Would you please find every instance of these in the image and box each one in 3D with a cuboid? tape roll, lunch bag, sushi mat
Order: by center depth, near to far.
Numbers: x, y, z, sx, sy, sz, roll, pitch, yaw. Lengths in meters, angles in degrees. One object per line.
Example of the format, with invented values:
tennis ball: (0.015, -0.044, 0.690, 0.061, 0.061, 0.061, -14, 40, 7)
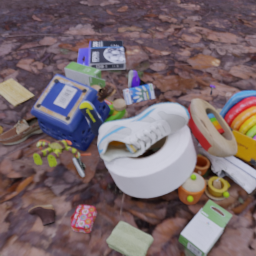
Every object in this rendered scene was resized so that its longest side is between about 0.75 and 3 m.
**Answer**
lunch bag: (-1.369, 2.714, 8.400, 0.710, 0.330, 0.806, 4, 41, 11)
tape roll: (0.686, 0.825, 9.237, 2.946, 1.030, 2.946, -17, 35, 12)
sushi mat: (-5.511, -1.725, 13.429, 2.202, 0.133, 1.054, 34, 52, 31)

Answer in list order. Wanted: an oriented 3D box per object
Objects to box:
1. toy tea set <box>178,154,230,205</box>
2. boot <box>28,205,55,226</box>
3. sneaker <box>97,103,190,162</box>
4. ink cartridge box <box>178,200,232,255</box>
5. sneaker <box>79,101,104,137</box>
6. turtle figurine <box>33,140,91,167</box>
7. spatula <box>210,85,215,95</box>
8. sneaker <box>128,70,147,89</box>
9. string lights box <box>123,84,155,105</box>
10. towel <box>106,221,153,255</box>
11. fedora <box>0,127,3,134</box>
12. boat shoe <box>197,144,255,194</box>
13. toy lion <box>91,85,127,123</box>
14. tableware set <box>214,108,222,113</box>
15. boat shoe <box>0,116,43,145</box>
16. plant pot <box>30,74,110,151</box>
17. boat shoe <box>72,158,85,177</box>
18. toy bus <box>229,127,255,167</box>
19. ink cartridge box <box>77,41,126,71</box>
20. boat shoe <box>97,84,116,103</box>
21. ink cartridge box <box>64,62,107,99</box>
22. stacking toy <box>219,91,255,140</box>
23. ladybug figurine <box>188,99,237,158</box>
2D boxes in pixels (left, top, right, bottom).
toy tea set: (2.072, 1.207, 9.457, 1.770, 1.102, 2.977, -16, 44, -17)
boot: (-2.611, 2.663, 8.466, 0.762, 0.276, 0.634, -9, 41, -14)
sneaker: (0.458, 0.201, 8.475, 2.955, 1.131, 1.194, -20, 38, 17)
ink cartridge box: (2.238, 2.894, 8.074, 0.796, 0.455, 1.534, 32, 51, 30)
sneaker: (-1.148, -0.331, 9.176, 0.486, 1.315, 0.541, -25, 23, -2)
turtle figurine: (-2.045, 0.663, 8.263, 1.720, 0.554, 1.387, 17, 21, 7)
spatula: (4.071, -1.847, 13.594, 0.248, 0.090, 0.879, 17, 47, 10)
sneaker: (0.412, -1.475, 9.826, 0.777, 1.563, 0.543, 1, 64, 3)
string lights box: (0.353, -1.118, 9.338, 0.974, 0.500, 0.287, -15, 11, -12)
towel: (0.049, 3.195, 7.928, 1.155, 0.211, 0.857, 21, 47, 21)
fedora: (-5.405, 0.241, 11.089, 0.882, 0.360, 0.882, 3, 40, -3)
boat shoe: (3.173, 1.266, 9.350, 0.787, 0.886, 2.408, -53, 44, -2)
toy lion: (-1.591, -0.667, 11.883, 2.424, 0.832, 2.323, 31, 58, 29)
tableware set: (3.695, -0.669, 12.283, 1.012, 0.117, 0.845, -33, 52, -30)
boat shoe: (-4.138, -0.011, 11.082, 2.042, 0.733, 0.773, -28, 49, -28)
plant pot: (-2.136, -0.648, 10.333, 2.092, 1.881, 2.092, 24, 71, 17)
boat shoe: (-1.679, 1.351, 9.883, 0.296, 0.329, 0.931, -20, 44, -19)
toy bus: (3.919, 0.614, 10.105, 2.508, 0.982, 0.816, 29, 90, 28)
ink cartridge box: (-1.540, -4.082, 15.727, 2.667, 0.579, 2.642, -4, 43, -3)
boat shoe: (-0.783, -1.143, 9.085, 0.399, 1.134, 0.399, 36, 65, -16)
ink cartridge box: (-1.842, -2.218, 13.209, 2.231, 1.158, 0.661, 19, 47, 20)
stacking toy: (4.918, 0.100, 10.619, 1.685, 1.593, 2.903, -12, 54, -28)
ladybug figurine: (2.548, 0.036, 8.870, 1.481, 0.785, 2.183, 0, 56, -45)
